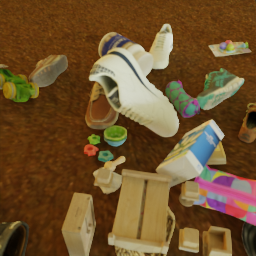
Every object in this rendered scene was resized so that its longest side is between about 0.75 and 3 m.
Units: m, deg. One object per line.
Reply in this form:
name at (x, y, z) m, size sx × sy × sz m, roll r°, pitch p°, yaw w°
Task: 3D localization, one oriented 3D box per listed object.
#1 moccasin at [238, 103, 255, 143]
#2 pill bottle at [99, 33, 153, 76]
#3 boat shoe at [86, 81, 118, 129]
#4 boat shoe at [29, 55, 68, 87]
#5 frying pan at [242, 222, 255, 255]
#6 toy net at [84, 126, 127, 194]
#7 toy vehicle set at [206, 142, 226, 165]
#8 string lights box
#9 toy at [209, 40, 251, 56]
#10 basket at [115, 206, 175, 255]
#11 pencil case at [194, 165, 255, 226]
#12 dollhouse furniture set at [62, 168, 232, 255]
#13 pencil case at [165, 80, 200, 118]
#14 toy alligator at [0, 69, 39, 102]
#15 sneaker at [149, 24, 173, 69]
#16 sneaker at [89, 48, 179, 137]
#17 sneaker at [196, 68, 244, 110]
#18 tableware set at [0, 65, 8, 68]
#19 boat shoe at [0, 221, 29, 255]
moccasin at (3.625, -0.306, 8.006) m, size 0.611 × 0.644 × 1.670 m, roll 30°, pitch 52°, yaw 28°
pill bottle at (-0.079, -2.561, 9.943) m, size 1.096 × 1.096 × 1.895 m, roll -33°, pitch 53°, yaw -28°
boat shoe at (-0.740, -0.943, 8.263) m, size 0.965 × 0.915 × 2.547 m, roll -1°, pitch 38°, yaw 4°
boat shoe at (-2.848, -2.001, 9.734) m, size 0.675 × 0.712 × 1.881 m, roll 14°, pitch 37°, yaw 18°
frying pan at (2.953, 1.975, 5.880) m, size 1.547 × 0.416 × 2.557 m, roll -12°, pitch 41°, yaw -4°
toy net at (-0.592, 0.700, 6.968) m, size 1.110 × 0.408 × 2.115 m, roll 2°, pitch 35°, yaw -1°
toy vehicle set at (2.027, 0.561, 7.134) m, size 0.726 × 0.155 × 1.169 m, roll -2°, pitch 24°, yaw 11°
string lights box at (1.405, 0.526, 6.170) m, size 0.499 × 0.870 × 1.692 m, roll 52°, pitch 42°, yaw -2°
toy at (4.081, -3.268, 11.188) m, size 1.455 × 0.343 × 0.838 m, roll -5°, pitch 45°, yaw -5°
basket at (0.399, 1.988, 5.536) m, size 0.941 × 0.902 × 1.264 m, roll 16°, pitch 48°, yaw 17°
pencil case at (2.445, 1.447, 5.632) m, size 2.321 × 1.026 × 1.026 m, roll 11°, pitch 44°, yaw 34°
dollhouse furniture set at (0.367, 1.837, 5.473) m, size 2.819 × 1.248 × 1.461 m, roll 7°, pitch 46°, yaw 5°
pencil case at (1.615, -0.882, 8.407) m, size 0.577 × 0.627 × 1.357 m, roll 27°, pitch 23°, yaw -35°
toy alligator at (-3.869, -1.429, 9.130) m, size 0.974 × 0.706 × 2.937 m, roll -8°, pitch 32°, yaw -46°
sneaker at (1.213, -3.060, 10.595) m, size 0.858 × 0.904 × 2.246 m, roll 11°, pitch 48°, yaw 8°
sneaker at (0.170, -0.647, 7.169) m, size 2.782 × 1.063 × 1.120 m, roll 46°, pitch 51°, yaw -14°
sneaker at (2.695, -1.282, 8.806) m, size 2.099 × 0.814 × 0.957 m, roll -27°, pitch 64°, yaw -36°
tableware set at (-4.849, -1.801, 9.332) m, size 1.710 × 0.198 × 1.428 m, roll -18°, pitch 11°, yaw -15°
boat shoe at (-2.256, 2.734, 4.780) m, size 0.806 × 0.856 × 2.384 m, roll -11°, pitch 43°, yaw 3°
